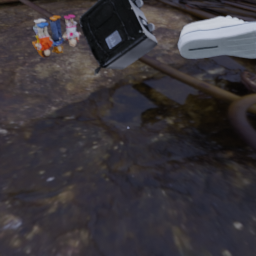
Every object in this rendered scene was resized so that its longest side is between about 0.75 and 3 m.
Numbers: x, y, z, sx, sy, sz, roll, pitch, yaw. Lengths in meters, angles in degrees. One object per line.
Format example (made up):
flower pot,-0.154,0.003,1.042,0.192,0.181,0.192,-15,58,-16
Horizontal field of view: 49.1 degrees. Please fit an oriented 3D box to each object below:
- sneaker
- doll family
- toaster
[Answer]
sneaker,2.110,-1.912,5.631,2.172,0.793,0.769,1,60,10
doll family,-1.916,-2.292,7.105,0.676,0.931,1.499,22,40,25
toaster,-0.338,-2.859,8.416,1.221,2.058,1.861,-10,73,-60
